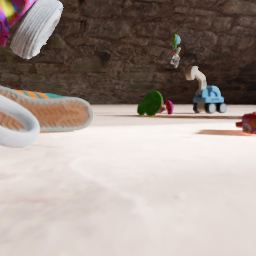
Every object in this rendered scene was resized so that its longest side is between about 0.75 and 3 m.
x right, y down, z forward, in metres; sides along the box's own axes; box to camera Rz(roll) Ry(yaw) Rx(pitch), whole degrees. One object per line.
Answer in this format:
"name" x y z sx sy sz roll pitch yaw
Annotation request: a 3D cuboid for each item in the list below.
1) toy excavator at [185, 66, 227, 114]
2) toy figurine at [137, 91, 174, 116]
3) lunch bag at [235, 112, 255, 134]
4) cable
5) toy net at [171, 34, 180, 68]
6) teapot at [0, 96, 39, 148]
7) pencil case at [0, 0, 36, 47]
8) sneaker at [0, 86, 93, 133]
"toy excavator" 4.128 -2.023 15.226 2.415 2.483 1.240 -3 6 -28
"toy figurine" 1.469 -0.942 13.478 1.453 1.185 1.579 13 -29 -43
"lunch bag" 3.098 -0.119 6.478 1.160 0.540 1.317 -2 4 24
"cable" -2.182 -2.413 6.736 0.562 1.625 1.625 34 23 -18
"toy net" 1.571 -2.570 9.614 0.239 1.240 0.650 14 -24 -12
"teapot" -1.966 -0.211 2.254 1.511 2.042 2.069 39 61 22
"pencil case" -3.209 -3.221 7.209 1.251 1.251 2.830 1 48 6
"sneaker" -2.412 -0.373 6.727 2.964 1.058 1.184 5 1 -22
